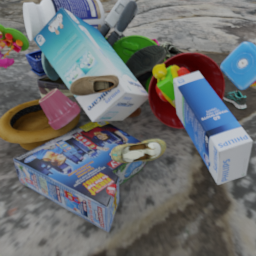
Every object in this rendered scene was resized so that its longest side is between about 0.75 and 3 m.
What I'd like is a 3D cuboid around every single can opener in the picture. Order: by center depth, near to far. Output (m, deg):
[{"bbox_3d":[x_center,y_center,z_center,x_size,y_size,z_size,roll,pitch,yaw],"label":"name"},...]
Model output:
[{"bbox_3d":[-0.683,-3.048,9.210,0.726,2.723,0.910,37,23,-12],"label":"can opener"}]

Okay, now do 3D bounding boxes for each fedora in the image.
[{"bbox_3d":[-2.518,0.007,8.150,2.309,0.942,2.309,0,37,0],"label":"fedora"}]

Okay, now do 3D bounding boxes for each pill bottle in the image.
[{"bbox_3d":[-2.174,-3.655,9.565,2.491,1.442,1.442,-13,39,-25],"label":"pill bottle"}]

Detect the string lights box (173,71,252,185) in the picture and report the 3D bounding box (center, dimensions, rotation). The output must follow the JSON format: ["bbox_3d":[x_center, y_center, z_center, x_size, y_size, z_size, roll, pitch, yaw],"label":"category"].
[{"bbox_3d":[1.797,-0.071,6.384,0.706,1.230,2.394,-18,47,-2],"label":"string lights box"}]

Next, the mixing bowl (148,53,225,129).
[{"bbox_3d":[1.626,-1.257,8.670,2.299,2.299,1.245,-5,24,-6],"label":"mixing bowl"}]

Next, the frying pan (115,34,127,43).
[{"bbox_3d":[-0.106,-3.264,10.533,1.313,0.214,0.794,-10,73,-47],"label":"frying pan"}]

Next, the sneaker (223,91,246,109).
[{"bbox_3d":[3.812,-1.141,10.016,0.435,0.511,1.120,-20,41,-24],"label":"sneaker"}]

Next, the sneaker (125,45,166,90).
[{"bbox_3d":[0.389,-1.756,9.652,2.408,1.380,0.921,-45,67,9],"label":"sneaker"}]

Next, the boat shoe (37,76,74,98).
[{"bbox_3d":[-1.862,-1.606,9.562,2.544,0.824,0.915,-13,41,5],"label":"boat shoe"}]

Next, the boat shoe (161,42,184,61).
[{"bbox_3d":[1.521,-2.712,10.423,2.606,0.830,0.921,31,41,30],"label":"boat shoe"}]

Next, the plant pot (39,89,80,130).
[{"bbox_3d":[-1.794,-0.523,7.135,0.881,0.789,0.881,-31,22,14],"label":"plant pot"}]

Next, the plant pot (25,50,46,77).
[{"bbox_3d":[-3.651,-2.721,11.821,0.911,0.819,0.911,31,47,34],"label":"plant pot"}]

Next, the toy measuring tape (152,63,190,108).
[{"bbox_3d":[1.654,-0.925,8.046,1.063,2.890,1.063,-30,41,30],"label":"toy measuring tape"}]

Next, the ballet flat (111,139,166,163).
[{"bbox_3d":[0.293,0.482,5.589,1.274,0.450,0.450,-6,37,-25],"label":"ballet flat"}]

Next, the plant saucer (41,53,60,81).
[{"bbox_3d":[-2.477,-2.262,9.075,0.273,1.420,1.420,8,38,11],"label":"plant saucer"}]

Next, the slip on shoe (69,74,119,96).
[{"bbox_3d":[-0.809,-0.964,6.490,1.214,0.461,0.368,-5,27,9],"label":"slip on shoe"}]

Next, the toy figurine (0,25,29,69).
[{"bbox_3d":[-3.347,-2.109,7.495,0.817,1.088,1.001,-22,46,43],"label":"toy figurine"}]

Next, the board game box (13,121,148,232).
[{"bbox_3d":[-0.838,1.059,6.798,2.705,0.834,2.703,-28,43,-35],"label":"board game box"}]

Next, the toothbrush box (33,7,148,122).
[{"bbox_3d":[-0.942,-1.677,8.105,2.938,1.253,2.151,52,18,10],"label":"toothbrush box"}]

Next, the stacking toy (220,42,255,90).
[{"bbox_3d":[3.674,-1.556,8.075,1.924,1.056,1.116,14,39,-45],"label":"stacking toy"}]

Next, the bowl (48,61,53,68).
[{"bbox_3d":[-2.278,-2.190,9.015,0.455,0.971,0.971,-12,35,15],"label":"bowl"}]

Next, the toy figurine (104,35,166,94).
[{"bbox_3d":[0.251,-2.836,11.134,2.925,2.196,2.692,21,29,5],"label":"toy figurine"}]

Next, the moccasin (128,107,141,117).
[{"bbox_3d":[-0.167,-0.647,9.299,1.246,0.456,0.481,20,4,22],"label":"moccasin"}]
